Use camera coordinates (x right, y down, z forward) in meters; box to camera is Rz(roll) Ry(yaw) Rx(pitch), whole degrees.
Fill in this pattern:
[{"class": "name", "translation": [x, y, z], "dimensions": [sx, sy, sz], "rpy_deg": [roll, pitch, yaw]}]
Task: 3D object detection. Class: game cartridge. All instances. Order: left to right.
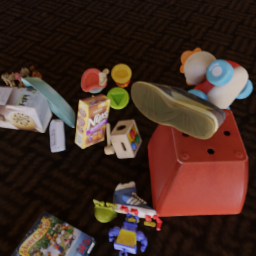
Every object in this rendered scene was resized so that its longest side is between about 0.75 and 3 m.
[{"class": "game cartridge", "translation": [-2.521, 0.277, 9.882], "dimensions": [0.337, 1.650, 1.098], "rpy_deg": [-7, 86, -23]}]

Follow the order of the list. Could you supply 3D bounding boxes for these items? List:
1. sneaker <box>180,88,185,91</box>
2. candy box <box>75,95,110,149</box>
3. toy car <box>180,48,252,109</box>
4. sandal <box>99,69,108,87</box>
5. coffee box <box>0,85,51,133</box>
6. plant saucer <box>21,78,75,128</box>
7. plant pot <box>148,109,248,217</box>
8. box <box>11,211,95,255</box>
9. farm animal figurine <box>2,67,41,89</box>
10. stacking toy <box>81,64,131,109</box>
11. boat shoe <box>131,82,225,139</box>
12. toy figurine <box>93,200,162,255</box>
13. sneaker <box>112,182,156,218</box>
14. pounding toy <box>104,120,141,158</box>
[{"class": "sneaker", "translation": [1.785, -1.108, 9.917], "dimensions": [0.355, 0.832, 0.325], "rpy_deg": [19, 54, 10]}, {"class": "candy box", "translation": [-1.226, -0.217, 9.551], "dimensions": [0.480, 1.699, 0.991], "rpy_deg": [33, 37, 32]}, {"class": "toy car", "translation": [2.729, -1.792, 10.346], "dimensions": [2.400, 2.303, 2.604], "rpy_deg": [10, 34, -49]}, {"class": "sandal", "translation": [-0.945, -1.878, 10.053], "dimensions": [0.330, 0.296, 0.900], "rpy_deg": [-17, 42, 28]}, {"class": "coffee box", "translation": [-4.576, -0.791, 11.105], "dimensions": [2.615, 1.478, 1.044], "rpy_deg": [8, 52, 5]}, {"class": "plant saucer", "translation": [-2.864, -1.043, 10.542], "dimensions": [2.572, 2.572, 0.462], "rpy_deg": [36, 76, 24]}, {"class": "plant pot", "translation": [2.237, 0.937, 9.081], "dimensions": [2.910, 2.564, 2.907], "rpy_deg": [-2, 52, -1]}, {"class": "box", "translation": [-2.454, 4.013, 7.978], "dimensions": [1.853, 0.511, 2.713], "rpy_deg": [22, 55, 16]}, {"class": "farm animal figurine", "translation": [-4.742, -2.191, 12.577], "dimensions": [1.682, 0.877, 1.664], "rpy_deg": [-19, 54, -14]}, {"class": "stacking toy", "translation": [-0.910, -1.672, 12.491], "dimensions": [2.195, 0.927, 1.987], "rpy_deg": [-5, 78, 0]}, {"class": "boat shoe", "translation": [1.360, -0.635, 8.078], "dimensions": [0.974, 1.059, 2.964], "rpy_deg": [-27, 42, -36]}, {"class": "toy figurine", "translation": [-0.187, 3.126, 8.335], "dimensions": [2.202, 1.161, 1.319], "rpy_deg": [10, 58, 9]}, {"class": "sneaker", "translation": [0.250, 2.296, 9.254], "dimensions": [1.486, 0.598, 1.088], "rpy_deg": [7, 56, 12]}, {"class": "pounding toy", "translation": [-0.190, 0.374, 9.482], "dimensions": [0.714, 1.370, 1.560], "rpy_deg": [-6, 30, 25]}]
